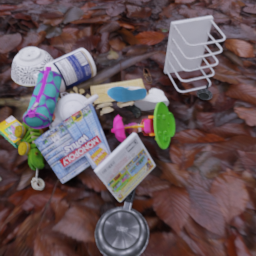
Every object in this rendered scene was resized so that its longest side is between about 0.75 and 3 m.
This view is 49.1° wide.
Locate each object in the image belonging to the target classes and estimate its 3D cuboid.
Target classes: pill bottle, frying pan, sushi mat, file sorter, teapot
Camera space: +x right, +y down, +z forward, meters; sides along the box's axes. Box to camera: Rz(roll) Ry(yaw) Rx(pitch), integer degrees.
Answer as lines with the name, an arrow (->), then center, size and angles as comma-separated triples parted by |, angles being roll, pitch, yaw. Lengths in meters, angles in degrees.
pill bottle -> -2.759, -2.378, 12.198 | 2.450, 1.361, 1.361 | -31, 57, -21
frying pan -> 0.109, 2.753, 8.617 | 1.621, 0.436, 2.679 | 28, 59, 21
sushi mat -> -0.422, -1.614, 12.362 | 2.423, 0.147, 1.159 | -10, 52, -7
file sorter -> 2.808, -3.068, 11.999 | 1.815, 2.616, 1.629 | -13, 53, -11
teapot -> -2.014, -0.601, 10.519 | 1.553, 1.149, 1.574 | 11, 88, -9
frying pan -> 3.324, -1.605, 12.351 | 0.677, 0.182, 1.119 | 1, 48, 0

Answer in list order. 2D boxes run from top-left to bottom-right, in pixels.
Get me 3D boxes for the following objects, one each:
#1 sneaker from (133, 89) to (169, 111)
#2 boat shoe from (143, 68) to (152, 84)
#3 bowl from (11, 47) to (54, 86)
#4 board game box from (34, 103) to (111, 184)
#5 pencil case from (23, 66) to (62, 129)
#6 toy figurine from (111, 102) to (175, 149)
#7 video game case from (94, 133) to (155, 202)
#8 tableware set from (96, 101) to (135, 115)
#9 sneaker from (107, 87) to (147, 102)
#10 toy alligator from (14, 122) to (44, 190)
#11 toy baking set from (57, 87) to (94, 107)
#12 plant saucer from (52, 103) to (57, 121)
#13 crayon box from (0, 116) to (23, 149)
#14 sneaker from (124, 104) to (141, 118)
sneaker -> 0.868, -1.220, 11.840 | 1.503, 0.554, 0.869 | -4, 47, -14
boat shoe -> 0.878, -2.411, 12.944 | 0.304, 0.303, 0.862 | -14, 53, -14
bowl -> -4.434, -3.039, 12.986 | 2.219, 1.041, 2.219 | 0, 51, -1
board game box -> -1.569, 0.757, 9.482 | 2.305, 0.711, 2.303 | -35, 89, -14
pencil case -> -2.952, -1.047, 9.826 | 0.912, 0.990, 2.143 | 2, 57, 3
toy figurine -> 0.455, -0.051, 10.329 | 2.024, 2.199, 1.651 | -4, 91, 26
video game case -> -0.045, 1.266, 8.860 | 1.724, 1.569, 0.197 | -44, 35, -18
tableware set -> -0.521, -0.895, 11.289 | 1.611, 0.187, 1.346 | -13, 18, -2
sneaker -> -0.105, -1.345, 11.091 | 1.613, 0.617, 0.651 | -1, 11, -26
toy alligator -> -3.228, 0.770, 9.790 | 0.951, 0.689, 2.869 | 12, 43, -49
toy baking set -> -2.149, -1.107, 11.537 | 1.167, 0.177, 1.521 | 48, 48, 10
plant saucer -> -2.645, -0.639, 11.539 | 1.176, 0.190, 1.176 | 1, 51, -1
crayon box -> -4.376, 0.156, 10.754 | 1.244, 0.362, 0.739 | 34, 58, 25
sneaker -> 0.235, -0.688, 11.242 | 0.833, 0.319, 0.477 | 28, 28, -36
